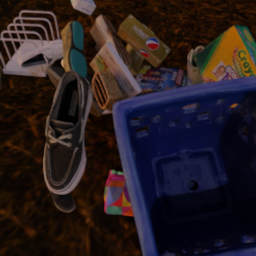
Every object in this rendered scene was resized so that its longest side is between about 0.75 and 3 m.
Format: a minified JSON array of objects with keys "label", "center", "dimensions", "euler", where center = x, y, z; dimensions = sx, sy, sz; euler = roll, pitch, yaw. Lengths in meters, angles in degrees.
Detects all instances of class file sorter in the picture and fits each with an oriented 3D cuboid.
[{"label":"file sorter","center":[-4.021,-3.520,11.547],"dimensions":[1.747,1.568,2.518],"euler":[5,47,5]}]

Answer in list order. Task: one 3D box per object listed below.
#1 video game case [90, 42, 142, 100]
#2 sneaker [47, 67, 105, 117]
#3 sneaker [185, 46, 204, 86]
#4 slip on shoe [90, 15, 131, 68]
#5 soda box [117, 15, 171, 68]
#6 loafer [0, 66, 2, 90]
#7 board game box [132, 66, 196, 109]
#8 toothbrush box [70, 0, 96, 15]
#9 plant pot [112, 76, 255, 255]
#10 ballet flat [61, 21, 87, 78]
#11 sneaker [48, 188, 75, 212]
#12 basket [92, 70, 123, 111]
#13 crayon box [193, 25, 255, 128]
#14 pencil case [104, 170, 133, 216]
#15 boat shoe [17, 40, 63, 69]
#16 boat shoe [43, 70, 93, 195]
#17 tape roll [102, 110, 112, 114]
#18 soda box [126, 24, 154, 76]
[{"label":"video game case","center":[-0.317,-1.193,6.487],"dimensions":[0.145,1.154,1.268],"euler":[-37,96,-26]},{"label":"sneaker","center":[-1.384,-1.418,8.841],"dimensions":[2.347,0.878,1.247],"euler":[36,68,15]},{"label":"sneaker","center":[2.839,-2.482,10.547],"dimensions":[0.962,1.509,2.612],"euler":[14,48,18]},{"label":"slip on shoe","center":[-0.629,-2.520,8.610],"dimensions":[0.728,0.914,2.405],"euler":[-36,57,20]},{"label":"soda box","center":[0.435,-2.452,7.974],"dimensions":[1.518,0.486,0.514],"euler":[40,75,-1]},{"label":"loafer","center":[-5.198,-1.980,10.718],"dimensions":[0.625,0.554,1.643],"euler":[-12,50,-11]},{"label":"board game box","center":[1.290,-1.240,9.826],"dimensions":[2.296,0.708,2.297],"euler":[10,44,15]},{"label":"toothbrush box","center":[-1.615,-4.426,9.686],"dimensions":[0.690,0.402,0.942],"euler":[9,48,-41]},{"label":"plant pot","center":[1.307,0.939,5.218],"dimensions":[2.748,2.470,2.748],"euler":[-11,71,-4]},{"label":"ballet flat","center":[-1.674,-2.174,8.325],"dimensions":[0.789,0.789,2.232],"euler":[-5,64,-5]},{"label":"sneaker","center":[-1.810,1.602,7.206],"dimensions":[0.453,0.644,1.212],"euler":[-31,52,-25]},{"label":"basket","center":[-0.546,-0.783,6.101],"dimensions":[0.574,0.550,0.771],"euler":[4,59,-57]},{"label":"crayon box","center":[3.337,-1.430,8.504],"dimensions":[0.809,1.650,2.779],"euler":[-14,76,-40]},{"label":"pencil case","center":[0.744,1.629,6.873],"dimensions":[2.665,1.178,1.178],"euler":[1,46,2]},{"label":"boat shoe","center":[-2.598,-2.282,8.985],"dimensions":[1.809,0.666,0.591],"euler":[-20,55,-7]},{"label":"boat shoe","center":[-1.568,0.103,6.804],"dimensions":[1.059,0.954,2.995],"euler":[5,81,9]},{"label":"tape roll","center":[-0.964,-0.962,9.573],"dimensions":[1.341,0.469,1.341],"euler":[5,30,-3]},{"label":"soda box","center":[0.275,-2.881,10.506],"dimensions":[0.609,0.645,1.904],"euler":[30,71,-28]}]
